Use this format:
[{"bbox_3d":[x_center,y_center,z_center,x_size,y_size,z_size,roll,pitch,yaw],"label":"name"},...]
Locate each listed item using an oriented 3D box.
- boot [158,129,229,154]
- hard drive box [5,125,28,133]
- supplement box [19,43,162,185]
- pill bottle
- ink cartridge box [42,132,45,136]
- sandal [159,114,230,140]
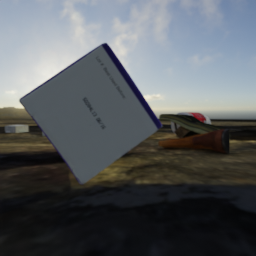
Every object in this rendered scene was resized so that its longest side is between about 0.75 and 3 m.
[{"bbox_3d":[1.521,0.281,6.599,1.616,0.553,1.521,0,3,17],"label":"boot"},{"bbox_3d":[-5.300,0.043,13.335,0.661,0.326,0.848,1,3,24],"label":"hard drive box"},{"bbox_3d":[-0.641,-0.235,4.616,1.327,1.299,2.568,-35,8,-6],"label":"supplement box"},{"bbox_3d":[2.519,-0.146,11.002,0.938,0.938,1.670,3,4,44],"label":"pill bottle"},{"bbox_3d":[-3.052,0.028,11.670,0.723,0.426,1.256,-1,8,-1],"label":"ink cartridge box"},{"bbox_3d":[1.998,0.078,9.261,1.125,0.808,2.832,2,17,-35],"label":"sandal"}]
